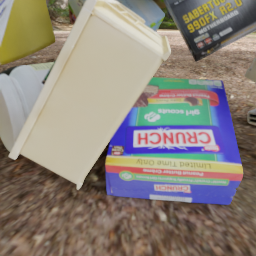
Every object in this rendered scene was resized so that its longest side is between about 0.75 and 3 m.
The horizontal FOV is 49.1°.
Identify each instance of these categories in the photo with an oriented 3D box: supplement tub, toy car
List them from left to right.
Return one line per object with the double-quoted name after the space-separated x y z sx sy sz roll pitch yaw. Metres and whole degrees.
-1.649 -0.590 6.665 2.672 1.937 1.937 -17 28 -34 "supplement tub"
0.863 -4.151 8.804 1.386 1.443 1.756 -25 -16 20 "toy car"

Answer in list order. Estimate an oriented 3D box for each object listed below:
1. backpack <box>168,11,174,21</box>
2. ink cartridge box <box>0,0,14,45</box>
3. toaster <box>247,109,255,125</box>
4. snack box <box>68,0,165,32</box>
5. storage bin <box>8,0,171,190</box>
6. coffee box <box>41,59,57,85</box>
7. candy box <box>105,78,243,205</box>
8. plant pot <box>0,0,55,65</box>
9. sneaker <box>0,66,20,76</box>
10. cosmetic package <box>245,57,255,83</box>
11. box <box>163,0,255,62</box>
2.615 -4.015 9.420 2.165 1.739 2.366 39 3 -11 "backpack"
-2.340 -1.075 4.258 0.520 2.212 2.186 18 36 -21 "ink cartridge box"
3.752 -0.315 7.903 0.515 0.453 0.797 -13 17 -23 "toaster"
-0.506 -2.860 7.316 0.976 2.432 2.884 -41 -1 -13 "snack box"
-0.378 -0.567 3.729 0.913 1.948 1.934 31 23 -7 "storage bin"
-0.752 -0.622 3.787 0.689 0.246 1.121 34 -18 -21 "coffee box"
0.808 0.089 5.388 2.136 0.973 2.526 3 44 6 "candy box"
-3.014 -2.836 7.770 1.575 1.786 1.786 -18 21 -18 "plant pot"
-3.882 -1.446 9.895 2.942 1.117 1.335 12 32 31 "sneaker"
3.267 -1.976 4.741 1.003 2.744 1.420 34 -1 13 "cosmetic package"
2.494 -3.291 7.355 2.604 2.063 0.629 -26 -12 11 "box"
